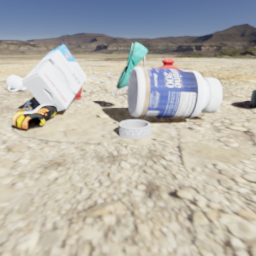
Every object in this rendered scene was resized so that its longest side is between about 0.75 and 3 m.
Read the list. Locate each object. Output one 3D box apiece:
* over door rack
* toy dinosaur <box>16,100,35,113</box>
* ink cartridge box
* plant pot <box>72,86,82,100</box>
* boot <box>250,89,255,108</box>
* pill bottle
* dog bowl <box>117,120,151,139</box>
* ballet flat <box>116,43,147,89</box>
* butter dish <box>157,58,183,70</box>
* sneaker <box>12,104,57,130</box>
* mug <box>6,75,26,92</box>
[{"bbox_3d":[-0.586,-2.315,14.984,2.340,0.780,1.729,29,27,17],"label":"over door rack"},{"bbox_3d":[-4.001,-0.851,11.175,1.165,0.612,1.057,-20,5,-22],"label":"toy dinosaur"},{"bbox_3d":[-2.783,-1.896,10.934,0.956,1.658,2.285,-16,34,29],"label":"ink cartridge box"},{"bbox_3d":[-2.633,-1.753,13.622,0.786,0.716,0.786,0,17,0],"label":"plant pot"},{"bbox_3d":[6.214,-1.180,11.630,1.739,0.791,2.070,10,13,40],"label":"boot"},{"bbox_3d":[1.549,-1.147,9.477,2.957,1.641,1.641,1,17,-13],"label":"pill bottle"},{"bbox_3d":[0.193,0.024,8.634,1.089,0.319,1.089,-1,18,0],"label":"dog bowl"},{"bbox_3d":[0.163,-2.103,10.214,0.729,2.072,0.698,18,45,-9],"label":"ballet flat"},{"bbox_3d":[1.848,-2.261,13.140,2.668,1.972,2.660,-14,21,-36],"label":"butter dish"},{"bbox_3d":[-2.935,-0.304,9.384,0.784,0.609,1.741,24,29,28],"label":"sneaker"},{"bbox_3d":[-6.284,-2.384,15.745,0.935,0.788,1.067,20,54,19],"label":"mug"}]
